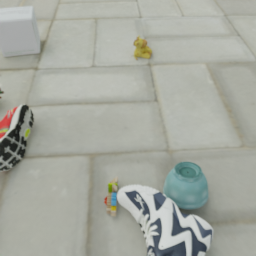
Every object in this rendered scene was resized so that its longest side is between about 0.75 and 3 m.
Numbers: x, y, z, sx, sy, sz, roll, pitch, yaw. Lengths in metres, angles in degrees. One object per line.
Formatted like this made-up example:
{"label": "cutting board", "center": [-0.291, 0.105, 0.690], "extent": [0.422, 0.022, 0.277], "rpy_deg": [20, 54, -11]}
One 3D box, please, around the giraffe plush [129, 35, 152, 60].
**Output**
{"label": "giraffe plush", "center": [0.562, -3.656, 12.579], "extent": [1.063, 0.862, 0.917], "rpy_deg": [-15, 48, -14]}

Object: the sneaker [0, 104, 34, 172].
{"label": "sneaker", "center": [-3.819, 0.344, 8.883], "extent": [1.070, 0.971, 2.521], "rpy_deg": [-11, 44, 21]}

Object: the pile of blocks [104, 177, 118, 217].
{"label": "pile of blocks", "center": [-0.478, 1.828, 7.574], "extent": [0.351, 0.463, 1.129], "rpy_deg": [1, 46, 1]}

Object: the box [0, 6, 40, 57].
{"label": "box", "center": [-4.989, -4.370, 12.689], "extent": [1.688, 1.697, 1.454], "rpy_deg": [-8, 44, -8]}

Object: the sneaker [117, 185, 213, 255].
{"label": "sneaker", "center": [0.558, 2.482, 6.544], "extent": [2.520, 1.006, 1.640], "rpy_deg": [31, 44, 14]}

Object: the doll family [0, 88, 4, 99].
{"label": "doll family", "center": [-5.326, -1.046, 10.211], "extent": [1.791, 0.703, 1.035], "rpy_deg": [-2, 51, 2]}

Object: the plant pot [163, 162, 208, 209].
{"label": "plant pot", "center": [1.567, 1.430, 7.505], "extent": [1.227, 0.822, 1.227], "rpy_deg": [-1, 30, 1]}
